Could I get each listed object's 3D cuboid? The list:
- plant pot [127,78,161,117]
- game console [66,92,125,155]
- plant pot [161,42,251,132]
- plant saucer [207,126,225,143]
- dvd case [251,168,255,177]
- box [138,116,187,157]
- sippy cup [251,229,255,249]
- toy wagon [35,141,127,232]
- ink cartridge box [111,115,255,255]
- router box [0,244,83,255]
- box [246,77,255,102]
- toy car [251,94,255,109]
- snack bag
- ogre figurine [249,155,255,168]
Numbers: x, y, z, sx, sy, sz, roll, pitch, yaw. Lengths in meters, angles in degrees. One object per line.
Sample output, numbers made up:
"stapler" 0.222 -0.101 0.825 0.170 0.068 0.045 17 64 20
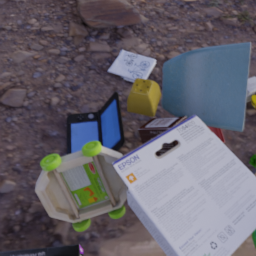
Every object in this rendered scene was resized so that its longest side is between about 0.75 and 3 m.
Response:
"plant pot" 0.394 -0.859 7.296 0.765 0.787 0.770 13 66 14
"game console" -1.294 0.035 10.344 2.146 1.420 2.440 -5 54 -4
"plant pot" 2.212 -1.237 8.260 2.288 2.240 2.246 5 11 17
"plant saucer" 2.891 0.083 11.020 1.444 0.266 1.447 -3 55 -3
"dvd case" 5.313 1.872 9.788 2.457 0.196 1.827 -36 62 -23
"box" 1.181 0.866 7.520 1.123 2.242 0.840 -2 24 45
"sippy cup" 3.682 2.711 5.608 2.398 1.883 1.757 -34 106 -29
"toy wagon" -0.645 1.200 6.129 2.524 1.958 0.499 -19 28 -3
"ink cartridge box" 1.343 1.243 5.744 2.603 0.529 2.608 -27 67 -29
"router box" -2.725 4.491 7.574 2.948 0.753 2.199 -4 55 -3
"box" 5.133 -1.602 11.890 0.789 0.793 0.679 -20 60 -13
"toy car" 6.759 -1.249 11.739 2.909 0.649 2.737 24 58 15
"snack bag" 0.164 -2.862 13.153 1.878 0.201 1.771 20 56 13
"ogre figurine" 4.346 0.851 7.524 2.229 1.094 1.336 -29 44 31
